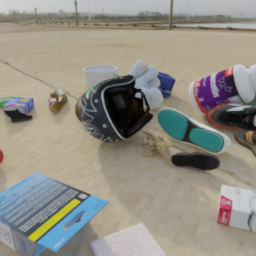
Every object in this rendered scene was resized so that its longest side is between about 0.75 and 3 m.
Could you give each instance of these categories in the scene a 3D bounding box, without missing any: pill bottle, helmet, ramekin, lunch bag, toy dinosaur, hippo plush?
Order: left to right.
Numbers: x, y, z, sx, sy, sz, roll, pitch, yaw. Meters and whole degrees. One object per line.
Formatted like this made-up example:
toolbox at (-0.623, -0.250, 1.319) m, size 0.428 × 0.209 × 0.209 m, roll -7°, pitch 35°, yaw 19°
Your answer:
ramekin at (-1.532, -2.822, 15.662) m, size 1.894 × 0.994 × 1.894 m, roll 0°, pitch 24°, yaw 0°
helmet at (-0.500, -0.570, 9.293) m, size 2.162 × 2.268 × 2.268 m, roll -32°, pitch 33°, yaw -14°
hippo plush at (0.622, -1.778, 12.255) m, size 2.338 × 1.863 × 1.880 m, roll 6°, pitch 29°, yaw -25°
toy dinosaur at (0.919, 0.585, 8.692) m, size 0.909 × 0.523 × 1.799 m, roll -1°, pitch 24°, yaw -6°
lunch bag at (1.628, -2.156, 14.122) m, size 1.111 × 1.082 × 1.635 m, roll 12°, pitch 21°, yaw -15°
pill bottle at (3.864, -1.523, 11.046) m, size 2.662 × 1.497 × 1.497 m, roll -18°, pitch 10°, yaw 37°

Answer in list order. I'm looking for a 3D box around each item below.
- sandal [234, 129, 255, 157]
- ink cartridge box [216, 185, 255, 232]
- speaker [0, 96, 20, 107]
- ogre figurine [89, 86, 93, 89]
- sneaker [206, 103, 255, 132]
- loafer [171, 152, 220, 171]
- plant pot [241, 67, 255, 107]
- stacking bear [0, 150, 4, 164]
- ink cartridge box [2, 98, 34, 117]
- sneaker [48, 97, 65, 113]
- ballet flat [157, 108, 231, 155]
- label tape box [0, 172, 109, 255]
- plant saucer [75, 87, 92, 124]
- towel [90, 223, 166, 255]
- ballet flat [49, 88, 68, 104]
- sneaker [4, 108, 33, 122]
sandal at (4.091, 0.431, 9.013) m, size 0.774 × 0.517 × 1.893 m, roll -2°, pitch 24°, yaw -3°
ink cartridge box at (2.577, 1.768, 6.087) m, size 1.158 × 0.483 × 0.841 m, roll 9°, pitch 26°, yaw 19°
speaker at (-5.461, -1.199, 12.725) m, size 1.036 × 0.458 × 0.458 m, roll -10°, pitch 26°, yaw -22°
ogre figurine at (-0.925, -1.205, 12.262) m, size 0.855 × 1.743 × 1.045 m, roll -38°, pitch 22°, yaw 28°
sneaker at (4.166, -0.372, 10.041) m, size 2.621 × 0.926 × 1.280 m, roll 4°, pitch 10°, yaw 11°
loafer at (1.926, 0.856, 7.969) m, size 1.376 × 0.503 × 0.488 m, roll 5°, pitch 20°, yaw 28°
plant pot at (5.635, -1.635, 12.266) m, size 2.347 × 1.581 × 2.347 m, roll 2°, pitch 25°, yaw -1°
stacking bear at (-4.301, 0.629, 8.172) m, size 1.663 × 1.010 × 0.946 m, roll 25°, pitch -4°, yaw 29°
ink cartridge box at (-4.661, -0.937, 12.095) m, size 0.911 × 0.510 × 1.335 m, roll 1°, pitch 22°, yaw 2°
sneaker at (-3.281, -1.003, 12.311) m, size 0.640 × 0.532 × 1.420 m, roll -5°, pitch 17°, yaw 9°
ballet flat at (2.183, 0.127, 9.450) m, size 0.971 × 0.971 × 2.795 m, roll -19°, pitch 34°, yaw -36°
label tape box at (-1.679, 1.816, 5.731) m, size 2.158 × 0.683 × 1.556 m, roll 14°, pitch 28°, yaw 29°
plant saucer at (-0.946, -1.030, 11.168) m, size 2.462 × 0.450 × 2.462 m, roll -2°, pitch 48°, yaw 3°
towel at (0.017, 2.335, 5.206) m, size 1.148 × 0.185 × 1.096 m, roll -11°, pitch 27°, yaw -24°
ballet flat at (-3.368, -1.614, 13.506) m, size 0.526 × 0.561 × 1.552 m, roll -15°, pitch 28°, yaw -31°
sneaker at (-4.339, -0.534, 11.111) m, size 1.008 × 0.526 × 0.303 m, roll -13°, pitch 18°, yaw -27°
